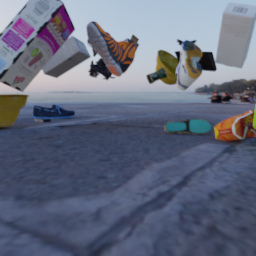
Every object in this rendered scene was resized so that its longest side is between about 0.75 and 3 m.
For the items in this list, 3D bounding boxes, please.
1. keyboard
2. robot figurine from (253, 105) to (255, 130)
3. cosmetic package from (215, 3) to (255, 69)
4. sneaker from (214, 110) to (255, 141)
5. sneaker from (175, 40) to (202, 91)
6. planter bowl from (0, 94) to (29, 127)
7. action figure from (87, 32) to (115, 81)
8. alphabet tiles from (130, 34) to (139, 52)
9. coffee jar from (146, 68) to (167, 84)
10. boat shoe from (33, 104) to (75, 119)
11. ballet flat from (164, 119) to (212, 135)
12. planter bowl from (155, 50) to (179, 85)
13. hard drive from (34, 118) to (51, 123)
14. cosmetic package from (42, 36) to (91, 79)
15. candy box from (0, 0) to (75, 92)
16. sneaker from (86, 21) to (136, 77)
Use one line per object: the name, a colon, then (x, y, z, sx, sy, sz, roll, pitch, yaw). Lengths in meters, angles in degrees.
keyboard: (2.955, -3.365, 12.800, 0.262, 1.619, 2.548, -38, 28, -13)
robot figurine: (4.006, -0.025, 6.856, 1.857, 1.224, 2.116, 14, 9, 10)
cosmetic package: (3.450, -2.920, 8.999, 0.954, 1.877, 0.695, 21, 57, 22)
sneaker: (3.547, -0.078, 9.010, 0.954, 0.903, 2.474, -8, -4, 43)
sneaker: (2.132, -2.366, 10.432, 0.891, 1.043, 2.366, 26, 45, -8)
planter bowl: (-5.556, -0.625, 11.490, 3.000, 1.250, 3.000, -5, 4, 0)
action figure: (-1.099, -3.144, 13.299, 1.771, 2.981, 1.521, -11, -30, -2)
alphabet tiles: (0.129, -4.474, 15.643, 0.051, 1.349, 1.128, 31, 9, 34)
coffee jar: (1.096, -2.010, 10.875, 0.758, 0.395, 0.323, -24, -17, 7)
boat shoe: (-4.461, -0.999, 16.745, 2.484, 0.853, 1.045, -1, 7, -9)
ballet flat: (2.157, -0.031, 10.089, 1.679, 0.569, 0.632, -1, -5, 15)
planter bowl: (2.077, -2.869, 14.313, 2.239, 2.239, 0.932, -8, -30, -49)
hard drive: (-4.439, -0.399, 14.558, 0.831, 0.176, 0.560, 6, 9, 43)
cosmetic package: (-2.808, -3.053, 12.281, 1.986, 0.895, 1.061, -30, -10, 18)
candy box: (-3.122, -2.680, 8.979, 0.909, 2.979, 2.031, 39, -3, 1)
sneaker: (-0.523, -2.920, 9.689, 1.183, 2.112, 0.819, -48, 39, -18)
